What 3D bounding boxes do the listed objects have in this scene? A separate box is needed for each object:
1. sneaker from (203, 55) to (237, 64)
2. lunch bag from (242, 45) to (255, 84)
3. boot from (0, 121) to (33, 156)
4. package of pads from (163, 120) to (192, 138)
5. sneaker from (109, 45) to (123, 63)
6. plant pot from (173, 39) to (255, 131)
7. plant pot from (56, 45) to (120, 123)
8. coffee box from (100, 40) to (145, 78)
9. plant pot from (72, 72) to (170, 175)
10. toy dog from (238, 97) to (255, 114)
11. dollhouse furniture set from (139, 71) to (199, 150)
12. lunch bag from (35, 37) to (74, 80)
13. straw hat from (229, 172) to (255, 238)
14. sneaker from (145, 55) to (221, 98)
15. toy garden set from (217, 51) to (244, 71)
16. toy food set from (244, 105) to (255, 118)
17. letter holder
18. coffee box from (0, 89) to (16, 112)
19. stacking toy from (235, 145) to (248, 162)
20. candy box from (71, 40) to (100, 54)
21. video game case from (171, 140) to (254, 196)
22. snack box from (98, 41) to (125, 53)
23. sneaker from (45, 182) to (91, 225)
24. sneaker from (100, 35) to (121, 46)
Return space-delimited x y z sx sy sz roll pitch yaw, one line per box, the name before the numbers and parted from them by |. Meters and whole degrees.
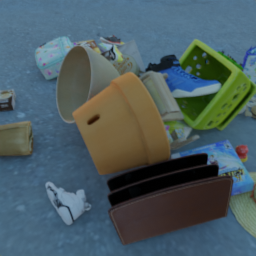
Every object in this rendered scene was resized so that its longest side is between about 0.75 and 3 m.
sneaker | 4.441 -2.967 13.764 1.041 0.930 2.540 -17 33 -12
lunch bag | 6.056 -2.948 13.085 1.904 1.619 1.213 -17 43 -19
boot | -4.944 0.116 10.077 2.905 0.961 2.544 -8 54 -8
package of pads | 1.320 -0.320 10.388 1.836 0.626 1.419 7 39 -20
sneaker | -0.406 -2.544 9.724 0.408 0.353 0.904 15 42 -29
plant pot | 3.069 -1.414 10.425 2.231 2.447 2.459 12 32 -41
plant pot | -1.175 -1.370 9.667 1.716 2.556 2.556 5 32 -38
coffee box | -0.796 -2.143 11.137 2.831 1.619 1.129 -21 8 2
plant pot | -0.319 0.076 7.940 1.934 2.763 2.763 -24 45 -8
toy dog | 4.351 -1.845 12.061 1.724 1.259 2.614 -22 45 -24
dollhouse furniture set | 1.044 -0.631 8.310 2.605 1.695 2.393 -7 69 -51
lunch bag | -3.549 -3.590 13.945 1.972 0.948 2.459 -27 44 1
straw hat | 4.132 1.874 7.853 2.543 1.076 2.543 -1 41 0
sneaker | 1.788 -1.829 9.732 2.779 1.546 1.067 1 8 38
toy garden set | 3.778 -2.408 10.051 0.842 0.201 1.010 12 31 -48
toy food set | 5.595 -0.589 11.371 1.766 0.354 1.219 3 33 11
letter holder | 0.919 1.539 7.049 2.859 2.032 1.438 -15 47 -1
coffee box | -5.178 -1.180 11.934 0.600 0.418 1.049 -9 41 -10
stacking toy | 3.382 0.890 9.431 1.103 0.515 1.219 27 47 28
candy box | -2.197 -3.901 14.948 1.339 0.648 2.295 -12 43 -11
video game case | 2.510 1.338 8.636 1.956 0.444 1.773 -15 43 1
snack box | -0.626 -4.309 15.555 1.301 0.485 1.829 -29 48 -29
sneaker | -1.743 2.017 8.102 0.854 0.558 1.485 -26 52 -28
sneaker | -0.673 -3.390 10.721 0.885 0.363 0.341 5 4 -34
